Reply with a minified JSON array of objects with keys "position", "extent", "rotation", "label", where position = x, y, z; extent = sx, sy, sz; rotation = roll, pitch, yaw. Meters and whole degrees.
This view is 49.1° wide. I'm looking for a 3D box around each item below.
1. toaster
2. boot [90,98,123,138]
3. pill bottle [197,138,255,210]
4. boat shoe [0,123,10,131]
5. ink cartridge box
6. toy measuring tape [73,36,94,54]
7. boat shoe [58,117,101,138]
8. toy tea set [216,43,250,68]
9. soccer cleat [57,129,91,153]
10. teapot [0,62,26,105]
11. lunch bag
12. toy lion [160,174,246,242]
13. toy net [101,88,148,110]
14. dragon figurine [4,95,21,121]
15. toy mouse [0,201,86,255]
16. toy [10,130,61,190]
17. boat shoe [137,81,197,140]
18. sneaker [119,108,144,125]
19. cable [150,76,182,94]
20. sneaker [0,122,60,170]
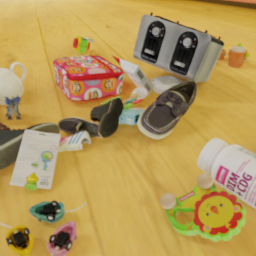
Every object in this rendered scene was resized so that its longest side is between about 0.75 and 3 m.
[{"position":[1.984,-3.051,10.756],"extent":[2.701,1.772,2.987],"rotation":[28,23,21],"label":"toaster"},{"position":[-0.771,-0.189,7.828],"extent":[0.997,0.558,1.441],"rotation":[-13,32,31],"label":"boot"},{"position":[2.343,0.935,5.764],"extent":[0.948,0.948,1.672],"rotation":[-25,41,-34],"label":"pill bottle"},{"position":[-3.703,0.007,7.885],"extent":[1.115,0.393,0.392],"rotation":[21,40,37],"label":"boat shoe"},{"position":[0.078,-1.970,10.371],"extent":[1.592,1.294,0.454],"rotation":[28,79,41],"label":"ink cartridge box"},{"position":[-2.229,-4.125,14.033],"extent":[0.910,0.910,2.474],"rotation":[-12,24,-19],"label":"toy measuring tape"},{"position":[-1.323,-0.012,7.759],"extent":[1.417,0.510,0.459],"rotation":[12,1,11],"label":"boat shoe"},{"position":[4.348,-3.661,13.292],"extent":[2.828,1.047,1.682],"rotation":[9,33,14],"label":"toy tea set"},{"position":[-1.473,0.435,7.256],"extent":[1.089,0.380,0.470],"rotation":[-28,69,-21],"label":"soccer cleat"},{"position":[-4.489,-1.600,9.804],"extent":[1.587,1.174,1.608],"rotation":[-4,31,-7],"label":"teapot"},{"position":[-1.373,-1.944,10.507],"extent":[2.413,1.122,2.739],"rotation":[-11,30,-26],"label":"lunch bag"},{"position":[1.358,1.508,5.021],"extent":[1.276,0.438,1.223],"rotation":[-29,37,4],"label":"toy lion"},{"position":[0.126,-1.001,9.071],"extent":[1.143,0.421,2.178],"rotation":[-14,13,38],"label":"toy net"},{"position":[-3.536,-0.716,8.597],"extent":[0.478,0.808,1.624],"rotation":[-1,18,-23],"label":"dragon figurine"},{"position":[-1.356,1.814,5.030],"extent":[1.479,0.322,1.664],"rotation":[-28,41,-37],"label":"toy mouse"},{"position":[-2.104,0.757,6.473],"extent":[0.848,0.348,1.472],"rotation":[9,48,-12],"label":"toy"},{"position":[1.260,-0.673,8.305],"extent":[1.049,0.945,2.917],"rotation":[38,41,13],"label":"boat shoe"},{"position":[-0.030,-0.317,8.341],"extent":[1.367,0.505,0.560],"rotation":[-10,27,-14],"label":"sneaker"},{"position":[1.470,-1.597,10.552],"extent":[1.124,0.389,1.124],"rotation":[-26,41,-34],"label":"cable"},{"position":[-2.828,0.220,7.205],"extent":[1.058,0.745,1.992],"rotation":[29,42,35],"label":"sneaker"}]
